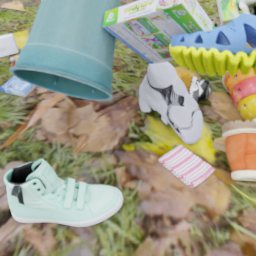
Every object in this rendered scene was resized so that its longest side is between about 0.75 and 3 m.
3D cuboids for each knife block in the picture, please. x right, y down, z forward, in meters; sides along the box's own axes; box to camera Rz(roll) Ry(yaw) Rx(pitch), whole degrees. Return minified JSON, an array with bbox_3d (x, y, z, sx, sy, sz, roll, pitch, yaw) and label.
[{"bbox_3d":[3.010,0.598,8.011,0.930,0.297,0.816,-11,42,-13],"label":"knife block"}]

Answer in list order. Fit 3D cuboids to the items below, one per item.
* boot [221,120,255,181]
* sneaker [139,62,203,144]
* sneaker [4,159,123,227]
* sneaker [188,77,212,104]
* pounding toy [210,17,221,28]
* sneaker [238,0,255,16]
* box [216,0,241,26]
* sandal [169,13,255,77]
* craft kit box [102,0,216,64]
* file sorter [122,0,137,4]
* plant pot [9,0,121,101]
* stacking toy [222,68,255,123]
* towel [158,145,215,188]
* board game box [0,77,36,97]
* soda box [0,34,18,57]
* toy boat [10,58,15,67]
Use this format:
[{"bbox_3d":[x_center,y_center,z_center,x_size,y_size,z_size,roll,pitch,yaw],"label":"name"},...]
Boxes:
[{"bbox_3d":[3.902,0.795,7.378,2.985,1.120,1.601,5,69,-12],"label":"boot"},{"bbox_3d":[1.261,-0.665,8.936,1.041,1.592,2.770,-23,81,-23],"label":"sneaker"},{"bbox_3d":[-1.405,1.397,6.198,2.605,1.537,0.959,-3,41,-5],"label":"sneaker"},{"bbox_3d":[2.526,-1.229,9.830,0.811,0.596,1.792,9,41,14],"label":"sneaker"},{"bbox_3d":[2.974,-3.432,10.099,0.847,0.441,0.964,10,71,55],"label":"pounding toy"},{"bbox_3d":[3.472,-2.325,6.315,1.068,1.054,2.796,18,21,-26],"label":"sneaker"},{"bbox_3d":[3.868,-4.068,8.449,2.307,0.419,1.665,-9,75,11],"label":"box"},{"bbox_3d":[2.286,-1.744,5.740,2.845,1.131,1.239,4,84,10],"label":"sandal"},{"bbox_3d":[0.838,-2.203,6.487,2.039,2.065,0.501,4,79,39],"label":"craft kit box"},{"bbox_3d":[0.071,-5.099,9.812,1.154,1.661,1.042,10,76,-26],"label":"file sorter"},{"bbox_3d":[-1.356,-2.225,7.149,2.560,2.560,2.508,12,85,13],"label":"plant pot"},{"bbox_3d":[4.070,-0.836,8.844,1.909,1.909,2.612,4,57,4],"label":"stacking toy"},{"bbox_3d":[1.587,0.994,7.658,0.933,0.191,1.275,-29,49,-29],"label":"towel"},{"bbox_3d":[-4.032,-1.612,10.533,1.022,0.223,1.027,13,44,13],"label":"board game box"},{"bbox_3d":[-4.023,-2.276,8.118,1.510,0.514,0.481,-18,31,-12],"label":"soda box"},{"bbox_3d":[-4.405,-2.512,11.358,0.998,0.464,0.839,25,48,24],"label":"toy boat"}]
